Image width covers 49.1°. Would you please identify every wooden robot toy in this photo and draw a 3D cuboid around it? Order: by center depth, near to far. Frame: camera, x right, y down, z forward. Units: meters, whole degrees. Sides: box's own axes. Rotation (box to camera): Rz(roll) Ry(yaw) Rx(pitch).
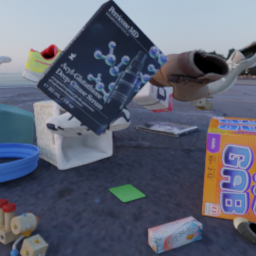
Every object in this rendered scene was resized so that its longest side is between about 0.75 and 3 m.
[{"bbox_3d":[-2.069,1.833,5.469,1.903,0.838,0.863,10,6,36],"label":"wooden robot toy"}]

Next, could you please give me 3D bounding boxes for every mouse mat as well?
[{"bbox_3d":[-0.038,1.727,7.445,0.723,0.034,0.898,-7,16,-29],"label":"mouse mat"}]

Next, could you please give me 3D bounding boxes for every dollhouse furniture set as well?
[{"bbox_3d":[3.090,-1.290,11.684,0.694,0.990,0.698,6,-9,39],"label":"dollhouse furniture set"}]

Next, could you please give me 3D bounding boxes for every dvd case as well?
[{"bbox_3d":[2.062,0.000,14.605,2.664,0.213,1.981,13,18,43],"label":"dvd case"}]

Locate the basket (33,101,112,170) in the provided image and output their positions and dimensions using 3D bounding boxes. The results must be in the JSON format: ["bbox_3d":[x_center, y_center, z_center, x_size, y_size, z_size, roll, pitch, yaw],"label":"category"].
[{"bbox_3d":[-1.930,0.038,9.987,2.241,2.221,1.802,-11,15,-40],"label":"basket"}]

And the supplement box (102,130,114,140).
[{"bbox_3d":[-1.193,0.204,12.902,0.716,0.565,1.094,-7,14,-27],"label":"supplement box"}]

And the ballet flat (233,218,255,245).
[{"bbox_3d":[2.655,2.025,5.176,0.522,0.446,1.569,-8,15,-30],"label":"ballet flat"}]

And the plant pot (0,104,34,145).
[{"bbox_3d":[-5.106,0.090,10.591,2.869,2.028,2.027,3,11,-21],"label":"plant pot"}]

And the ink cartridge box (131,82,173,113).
[{"bbox_3d":[0.948,-1.636,10.963,0.920,1.579,2.182,-3,-13,31],"label":"ink cartridge box"}]

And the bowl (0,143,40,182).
[{"bbox_3d":[-4.185,1.050,8.574,2.865,0.562,2.865,-1,10,0],"label":"bowl"}]

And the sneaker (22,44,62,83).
[{"bbox_3d":[-2.708,-2.595,10.967,1.141,1.318,2.919,24,27,27],"label":"sneaker"}]

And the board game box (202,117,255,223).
[{"bbox_3d":[2.887,0.897,6.689,1.958,1.956,1.956,4,14,19],"label":"board game box"}]

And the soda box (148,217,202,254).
[{"bbox_3d":[0.907,2.041,5.379,1.039,0.330,0.355,-7,14,-25],"label":"soda box"}]

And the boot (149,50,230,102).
[{"bbox_3d":[2.078,-1.497,8.390,2.936,1.031,2.147,4,-7,-33],"label":"boot"}]

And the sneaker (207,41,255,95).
[{"bbox_3d":[3.747,-2.227,10.054,0.925,2.444,1.124,52,13,22],"label":"sneaker"}]

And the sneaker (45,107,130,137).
[{"bbox_3d":[-1.270,-0.706,8.599,2.555,1.662,1.020,-7,-16,-12],"label":"sneaker"}]

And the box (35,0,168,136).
[{"bbox_3d":[-0.622,-1.343,6.393,1.753,2.362,1.265,40,7,-22],"label":"box"}]

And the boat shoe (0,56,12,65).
[{"bbox_3d":[-4.628,-2.314,9.864,1.005,0.336,0.370,-4,-10,-16],"label":"boat shoe"}]
